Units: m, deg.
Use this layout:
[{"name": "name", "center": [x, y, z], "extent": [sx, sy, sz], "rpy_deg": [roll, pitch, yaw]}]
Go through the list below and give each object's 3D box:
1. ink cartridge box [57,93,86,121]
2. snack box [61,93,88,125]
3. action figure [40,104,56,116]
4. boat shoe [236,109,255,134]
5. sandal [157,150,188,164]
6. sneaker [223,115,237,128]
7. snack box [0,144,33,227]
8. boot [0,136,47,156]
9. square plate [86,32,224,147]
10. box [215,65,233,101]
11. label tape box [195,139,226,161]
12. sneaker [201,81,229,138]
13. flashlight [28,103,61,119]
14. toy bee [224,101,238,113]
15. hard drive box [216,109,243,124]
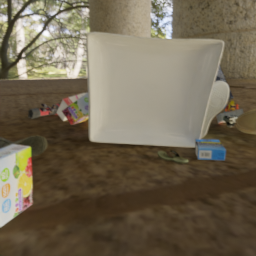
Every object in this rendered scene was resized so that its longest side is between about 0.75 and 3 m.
[{"name": "ink cartridge box", "center": [-2.102, -0.897, 11.456], "extent": [0.491, 0.847, 1.455], "rpy_deg": [48, 42, 14]}, {"name": "snack box", "center": [-1.238, -0.862, 9.868], "extent": [1.667, 0.621, 2.344], "rpy_deg": [-36, 3, 4]}, {"name": "action figure", "center": [-3.194, -0.753, 11.371], "extent": [0.269, 0.505, 0.776], "rpy_deg": [30, 11, 32]}, {"name": "boat shoe", "center": [4.226, -0.271, 8.340], "extent": [0.774, 0.860, 2.383], "rpy_deg": [9, -7, -38]}, {"name": "sandal", "center": [1.055, 0.644, 6.552], "extent": [0.804, 0.229, 0.319], "rpy_deg": [12, 18, 41]}, {"name": "sneaker", "center": [3.167, -0.186, 8.711], "extent": [0.283, 0.385, 0.851], "rpy_deg": [14, 14, 36]}, {"name": "snack box", "center": [-1.859, 0.873, 3.802], "extent": [0.365, 0.980, 1.379], "rpy_deg": [5, 13, 17]}, {"name": "boot", "center": [-2.992, 0.436, 7.090], "extent": [1.473, 0.534, 1.339], "rpy_deg": [2, 9, 42]}, {"name": "square plate", "center": [0.500, -0.811, 6.801], "extent": [2.952, 2.924, 0.420], "rpy_deg": [3, 35, -1]}, {"name": "box", "center": [2.287, -1.579, 10.177], "extent": [2.096, 2.061, 1.299], "rpy_deg": [-29, -21, 38]}, {"name": "label tape box", "center": [2.003, 0.533, 6.938], "extent": [0.630, 0.277, 0.874], "rpy_deg": [2, 13, 8]}, {"name": "sneaker", "center": [2.190, -0.778, 8.098], "extent": [0.752, 2.044, 1.205], "rpy_deg": [11, 47, -5]}, {"name": "flashlight", "center": [-3.462, -0.732, 12.036], "extent": [0.529, 0.528, 1.558], "rpy_deg": [23, 24, 38]}, {"name": "toy bee", "center": [3.958, -0.666, 10.762], "extent": [0.650, 0.783, 1.196], "rpy_deg": [-7, -2, 40]}, {"name": "hard drive box", "center": [3.751, -0.425, 10.327], "extent": [0.826, 0.317, 0.644], "rpy_deg": [-12, -7, 6]}]
